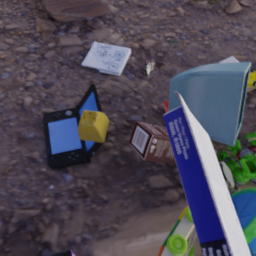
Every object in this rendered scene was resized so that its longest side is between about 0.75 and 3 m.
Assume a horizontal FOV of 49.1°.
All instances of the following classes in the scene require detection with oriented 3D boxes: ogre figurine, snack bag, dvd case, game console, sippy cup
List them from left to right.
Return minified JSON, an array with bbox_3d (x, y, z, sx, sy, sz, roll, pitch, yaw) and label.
[{"bbox_3d":[-1.924,-0.087,9.679,2.146,1.420,2.440,-12,55,-8],"label":"game console"},{"bbox_3d":[-0.989,-3.122,12.564,1.878,0.201,1.771,14,55,9],"label":"snack bag"},{"bbox_3d":[3.742,0.916,8.588,2.229,1.094,1.336,-27,52,33],"label":"ogre figurine"},{"bbox_3d":[3.232,2.780,7.056,1.757,1.883,2.398,45,64,-1],"label":"sippy cup"},{"bbox_3d":[4.977,1.042,9.623,1.827,0.196,2.457,32,61,21],"label":"dvd case"}]

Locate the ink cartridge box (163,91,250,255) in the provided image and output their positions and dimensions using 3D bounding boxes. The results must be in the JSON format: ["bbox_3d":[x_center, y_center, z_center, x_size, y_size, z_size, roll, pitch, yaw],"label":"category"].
[{"bbox_3d":[1.275,1.011,4.652,0.529,2.608,2.603,-21,66,18],"label":"ink cartridge box"}]

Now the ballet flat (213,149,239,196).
[{"bbox_3d":[2.730,1.152,9.126,0.857,0.810,2.544,-5,52,-33],"label":"ballet flat"}]

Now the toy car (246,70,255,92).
[{"bbox_3d":[5.825,-2.208,11.653,2.909,0.649,2.737,17,56,11],"label":"toy car"}]

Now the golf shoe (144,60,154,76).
[{"bbox_3d":[0.913,-2.583,12.112,0.387,0.339,0.879,9,56,-2],"label":"golf shoe"}]

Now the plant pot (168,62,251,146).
[{"bbox_3d":[2.598,-0.994,9.245,2.288,2.240,2.246,11,23,24],"label":"plant pot"}]

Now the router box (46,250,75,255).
[{"bbox_3d":[-2.673,4.496,6.849,2.948,0.753,2.199,-10,55,-7],"label":"router box"}]

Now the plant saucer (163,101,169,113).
[{"bbox_3d":[2.181,-0.478,10.662,1.444,0.266,1.447,-10,56,-7],"label":"plant saucer"}]

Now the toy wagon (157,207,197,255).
[{"bbox_3d":[1.391,2.613,6.701,0.499,1.958,2.524,24,48,26],"label":"toy wagon"}]

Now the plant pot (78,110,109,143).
[{"bbox_3d":[-1.046,-0.105,8.071,0.765,0.787,0.770,7,65,10],"label":"plant pot"}]

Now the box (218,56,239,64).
[{"bbox_3d":[4.164,-2.388,11.680,0.789,0.793,0.679,-26,62,-17],"label":"box"}]

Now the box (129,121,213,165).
[{"bbox_3d":[1.276,0.516,8.418,2.242,0.840,1.123,9,17,-27],"label":"box"}]
